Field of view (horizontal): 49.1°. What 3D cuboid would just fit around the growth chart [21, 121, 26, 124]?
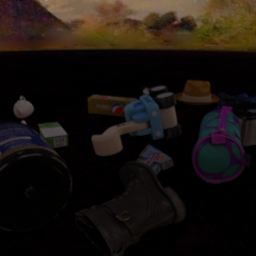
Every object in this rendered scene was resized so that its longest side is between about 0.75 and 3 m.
[{"bbox_3d":[-4.506,0.161,9.450,2.288,0.203,1.656,-10,23,-31],"label":"growth chart"}]

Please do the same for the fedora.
[{"bbox_3d":[3.418,-1.835,13.896,2.359,0.962,2.359,0,20,0],"label":"fedora"}]

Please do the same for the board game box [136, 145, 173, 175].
[{"bbox_3d":[0.623,0.867,6.874,0.856,0.264,0.857,14,50,42],"label":"board game box"}]

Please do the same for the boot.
[{"bbox_3d":[-0.147,1.395,5.265,1.813,0.721,2.083,-12,25,-31],"label":"boot"}]

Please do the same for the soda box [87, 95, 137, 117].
[{"bbox_3d":[-0.659,-0.914,11.727,2.014,0.682,0.645,8,21,19],"label":"soda box"}]

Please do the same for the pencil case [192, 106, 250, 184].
[{"bbox_3d":[2.378,0.327,7.256,1.185,1.287,2.786,12,19,15],"label":"pencil case"}]

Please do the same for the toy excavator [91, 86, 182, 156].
[{"bbox_3d":[0.265,-0.120,9.014,2.848,1.422,2.769,-15,21,-2],"label":"toy excavator"}]

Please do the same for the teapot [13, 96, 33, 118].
[{"bbox_3d":[-4.249,-0.836,11.217,0.832,0.608,0.821,17,50,38],"label":"teapot"}]

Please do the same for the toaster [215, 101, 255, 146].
[{"bbox_3d":[3.811,-0.192,9.167,1.719,1.020,1.555,-9,20,-21],"label":"toaster"}]

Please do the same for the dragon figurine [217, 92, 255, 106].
[{"bbox_3d":[5.019,-1.066,12.091,1.233,0.730,2.481,-12,22,-30],"label":"dragon figurine"}]

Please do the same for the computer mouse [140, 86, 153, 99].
[{"bbox_3d":[1.194,-1.664,14.084,1.441,0.577,2.628,7,15,6],"label":"computer mouse"}]

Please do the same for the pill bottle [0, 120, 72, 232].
[{"bbox_3d":[-2.376,0.745,5.843,1.550,1.550,2.771,-12,23,-30],"label":"pill bottle"}]

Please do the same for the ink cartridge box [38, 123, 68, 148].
[{"bbox_3d":[-2.438,0.222,8.991,0.691,0.395,1.331,-8,22,-25],"label":"ink cartridge box"}]
